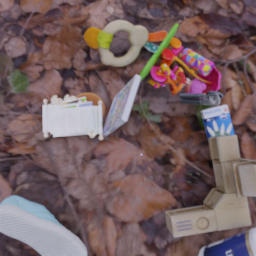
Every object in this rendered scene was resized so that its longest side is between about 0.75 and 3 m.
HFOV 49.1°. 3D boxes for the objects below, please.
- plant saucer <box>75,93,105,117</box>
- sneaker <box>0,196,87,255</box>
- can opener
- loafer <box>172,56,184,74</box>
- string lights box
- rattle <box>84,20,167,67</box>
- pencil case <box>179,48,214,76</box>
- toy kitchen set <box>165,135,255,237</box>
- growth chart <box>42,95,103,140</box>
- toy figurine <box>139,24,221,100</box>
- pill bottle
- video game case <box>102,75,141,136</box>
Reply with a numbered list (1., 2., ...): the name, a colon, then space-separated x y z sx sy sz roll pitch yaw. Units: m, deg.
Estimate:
1. plant saucer: -1.474 -0.690 9.901 1.290 0.241 1.290 0 69 0
2. sneaker: -2.341 2.798 8.036 2.869 1.175 1.060 38 107 -12
3. can opener: 2.154 -0.887 8.291 1.308 0.349 0.437 9 30 45
4. loafer: 1.844 -2.177 10.391 0.382 0.345 1.011 5 67 -8
5. string lights box: 2.959 0.107 9.100 0.804 0.461 1.565 -15 94 7
6. rattle: -0.094 -3.331 10.741 2.614 1.867 1.702 -23 107 -19
7. pencil case: 2.367 -2.300 9.747 0.598 0.598 1.354 -28 44 -10
8. toy kitchen set: 2.188 1.591 7.679 2.282 2.064 2.530 -8 87 -3
9. growth chart: -1.927 -0.379 9.645 2.269 0.201 1.642 0 72 7
10. toy figurine: 1.903 -1.760 9.397 2.476 2.019 2.690 35 52 -1
11. pill bottle: 2.624 3.559 7.235 2.260 1.255 1.255 -38 68 31
12. video game case: -0.268 -0.633 8.917 0.190 2.110 1.511 22 70 -14
